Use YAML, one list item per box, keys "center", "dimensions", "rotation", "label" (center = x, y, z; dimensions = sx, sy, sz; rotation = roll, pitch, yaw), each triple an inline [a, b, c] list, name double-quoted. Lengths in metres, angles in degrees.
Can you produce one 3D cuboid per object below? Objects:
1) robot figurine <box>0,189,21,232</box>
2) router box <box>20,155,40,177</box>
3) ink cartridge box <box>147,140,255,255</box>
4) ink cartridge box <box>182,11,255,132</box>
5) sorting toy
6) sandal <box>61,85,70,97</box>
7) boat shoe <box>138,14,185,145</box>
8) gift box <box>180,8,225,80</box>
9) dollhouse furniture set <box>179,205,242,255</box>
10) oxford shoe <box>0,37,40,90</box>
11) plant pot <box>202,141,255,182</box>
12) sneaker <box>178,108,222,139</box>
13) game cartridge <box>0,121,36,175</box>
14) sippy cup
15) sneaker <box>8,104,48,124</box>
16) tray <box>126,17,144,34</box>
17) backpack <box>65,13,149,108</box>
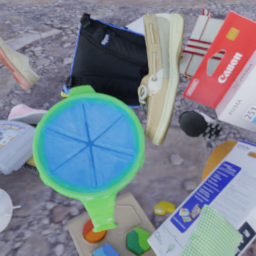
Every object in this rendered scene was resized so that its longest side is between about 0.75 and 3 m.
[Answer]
- center: [-3.874, 2.111, 7.021]
  dimensions: [2.094, 1.183, 1.776]
  rotation: [-2, 13, -2]
  label: "robot figurine"
- center: [-2.406, 0.774, 9.048]
  dimensions: [1.420, 0.472, 1.806]
  rotation: [17, 44, 18]
  label: "router box"
- center: [1.720, 1.516, 5.126]
  dimensions: [2.850, 0.559, 1.417]
  rotation: [-46, 20, -5]
  label: "ink cartridge box"
- center: [2.725, -1.190, 6.596]
  dimensions: [2.071, 2.351, 0.526]
  rotation: [19, 36, -8]
  label: "ink cartridge box"
- center: [0.088, 2.549, 7.131]
  dimensions: [2.826, 0.378, 2.106]
  rotation: [-21, 46, -22]
  label: "sorting toy"
- center: [-2.246, -1.509, 11.610]
  dimensions: [1.170, 0.509, 0.465]
  rotation: [7, 40, 5]
  label: "sandal"
- center: [0.553, -1.072, 5.631]
  dimensions: [0.915, 1.060, 2.907]
  rotation: [8, 73, 6]
  label: "boat shoe"
- center: [2.911, -2.361, 8.889]
  dimensions: [2.320, 2.141, 2.166]
  rotation: [17, 11, -45]
  label: "gift box"
- center: [1.388, 1.944, 3.241]
  dimensions: [1.102, 2.206, 0.852]
  rotation: [-53, 35, -10]
  label: "dollhouse furniture set"
- center: [-3.226, -1.951, 7.996]
  dimensions: [0.637, 1.725, 0.611]
  rotation: [-38, 17, -21]
  label: "oxford shoe"
- center: [3.327, 1.479, 6.930]
  dimensions: [2.683, 2.683, 2.456]
  rotation: [-32, 35, -31]
  label: "plant pot"
- center: [1.652, -0.159, 7.085]
  dimensions: [1.684, 0.624, 0.745]
  rotation: [17, 21, -47]
  label: "sneaker"
- center: [-4.083, 0.491, 8.951]
  dimensions: [2.730, 0.567, 1.818]
  rotation: [9, 45, 29]
  label: "game cartridge"
- center: [-0.680, 0.567, 5.491]
  dimensions: [1.942, 1.812, 2.473]
  rotation: [22, 68, 7]
  label: "sippy cup"
- center: [-3.636, -0.565, 10.454]
  dimensions: [1.603, 0.603, 0.838]
  rotation: [-9, 47, -4]
  label: "sneaker"
- center: [-0.092, -2.572, 9.229]
  dimensions: [2.337, 1.255, 0.259]
  rotation: [-29, 10, 1]
  label: "tray"
- center: [-0.240, -1.550, 7.228]
  dimensions: [2.200, 2.013, 1.617]
  rotation: [13, 6, -2]
  label: "backpack"
